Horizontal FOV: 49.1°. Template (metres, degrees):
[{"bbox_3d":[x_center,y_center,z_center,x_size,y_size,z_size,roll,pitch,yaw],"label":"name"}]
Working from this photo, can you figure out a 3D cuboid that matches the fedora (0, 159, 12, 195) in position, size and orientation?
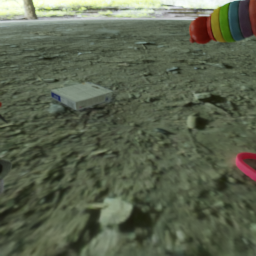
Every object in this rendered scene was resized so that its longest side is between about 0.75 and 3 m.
[{"bbox_3d":[-3.336,1.245,6.257,1.490,0.673,1.318,-1,26,-4],"label":"fedora"}]

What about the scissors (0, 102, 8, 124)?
[{"bbox_3d":[-3.068,-0.301,6.488,0.417,0.079,1.139,-23,43,-19],"label":"scissors"}]

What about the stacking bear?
[{"bbox_3d":[3.073,-3.286,8.931,2.295,1.394,1.305,-2,-8,37],"label":"stacking bear"}]

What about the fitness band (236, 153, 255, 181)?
[{"bbox_3d":[3.447,1.020,7.227,0.996,0.260,1.387,-12,28,-18],"label":"fitness band"}]

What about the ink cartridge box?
[{"bbox_3d":[-1.940,-1.406,11.914,1.947,0.422,1.912,-20,33,-39],"label":"ink cartridge box"}]
